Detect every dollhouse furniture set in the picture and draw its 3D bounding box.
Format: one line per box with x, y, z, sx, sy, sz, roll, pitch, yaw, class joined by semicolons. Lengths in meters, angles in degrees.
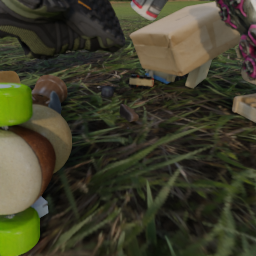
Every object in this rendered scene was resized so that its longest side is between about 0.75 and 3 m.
4.194;-1.529;7.667;2.624;2.856;1.859;-10;27;-19;dollhouse furniture set
2.099;-3.020;11.406;2.346;2.215;1.531;25;34;20;dollhouse furniture set

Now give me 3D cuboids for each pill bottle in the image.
1.067;-5.134;10.343;1.113;2.010;1.113;27;33;-19;pill bottle

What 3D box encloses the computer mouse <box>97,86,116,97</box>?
-0.789;-1.410;10.354;0.691;0.263;0.998;-1;26;-5;computer mouse

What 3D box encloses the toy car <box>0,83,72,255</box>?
-1.949;0.254;4.957;2.251;2.344;2.853;7;17;13;toy car

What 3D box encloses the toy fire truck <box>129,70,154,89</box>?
0.627;-1.948;11.140;0.902;0.659;1.025;8;16;18;toy fire truck

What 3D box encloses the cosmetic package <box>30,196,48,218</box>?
-1.760;1.295;4.882;0.754;0.279;0.384;25;36;38;cosmetic package

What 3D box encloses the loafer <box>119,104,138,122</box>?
0.019;-0.438;8.388;0.330;0.340;0.930;-2;31;-27;loafer

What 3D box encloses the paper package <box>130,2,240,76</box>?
1.641;-2.670;8.272;2.387;1.235;2.275;-31;29;-16;paper package

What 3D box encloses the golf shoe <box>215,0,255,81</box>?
2.367;-2.122;4.954;1.238;2.688;0.976;-18;-6;-7;golf shoe

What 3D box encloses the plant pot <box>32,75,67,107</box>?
-2.543;-0.956;8.712;1.050;1.050;1.040;3;35;5;plant pot

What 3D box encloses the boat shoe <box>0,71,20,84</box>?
-3.523;-0.799;8.537;0.848;0.795;2.299;-7;48;-20;boat shoe

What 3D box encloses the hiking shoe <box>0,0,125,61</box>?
-0.734;-1.104;2.991;0.888;0.668;1.765;-23;-11;29;hiking shoe
